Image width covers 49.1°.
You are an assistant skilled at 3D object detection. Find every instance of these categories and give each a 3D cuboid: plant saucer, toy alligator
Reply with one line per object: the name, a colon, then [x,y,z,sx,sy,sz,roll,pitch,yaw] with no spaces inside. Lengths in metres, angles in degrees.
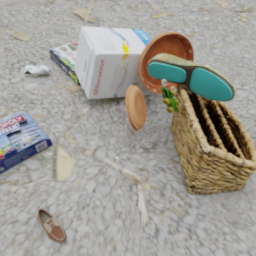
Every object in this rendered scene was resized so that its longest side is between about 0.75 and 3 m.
plant saucer: [0.284,-0.605,8.464,0.221,1.367,1.367,-6,42,23]
plant saucer: [1.279,-2.194,9.573,2.142,2.142,0.346,-19,39,-18]
toy alligator: [1.062,-0.849,7.553,0.297,1.236,0.410,14,57,41]

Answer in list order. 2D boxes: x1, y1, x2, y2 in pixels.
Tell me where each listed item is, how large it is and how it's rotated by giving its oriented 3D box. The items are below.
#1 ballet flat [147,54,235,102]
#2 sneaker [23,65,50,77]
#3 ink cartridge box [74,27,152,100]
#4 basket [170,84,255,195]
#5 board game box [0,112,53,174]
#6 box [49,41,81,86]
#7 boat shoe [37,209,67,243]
ballet flat: [1.765,-1.479,7.727,2.521,0.891,0.891,22,49,18]
sneaker: [-3.879,-2.373,11.929,1.146,0.439,0.463,2,52,12]
ink cartridge box: [-0.442,-2.434,10.458,2.603,1.917,1.883,-7,48,-26]
basket: [2.570,0.139,8.197,2.104,2.196,2.948,-4,45,-4]
board game box: [-4.089,0.239,9.126,2.312,0.713,2.311,-31,54,-27]
box: [-2.257,-2.925,12.397,1.446,0.456,2.627,-28,52,-25]
boat shoe: [-1.993,2.491,7.148,1.096,0.394,0.415,32,54,27]
